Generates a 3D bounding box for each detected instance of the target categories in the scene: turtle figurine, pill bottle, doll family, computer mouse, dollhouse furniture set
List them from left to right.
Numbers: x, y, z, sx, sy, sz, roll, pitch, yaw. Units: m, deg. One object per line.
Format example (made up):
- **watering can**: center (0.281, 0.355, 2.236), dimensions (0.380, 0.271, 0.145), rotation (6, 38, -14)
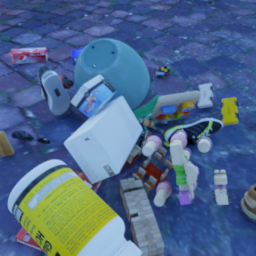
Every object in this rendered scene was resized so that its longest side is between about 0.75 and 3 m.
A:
- **computer mouse**: center (-3.191, 0.295, 9.212), dimensions (1.875, 0.550, 0.319), rotation (7, 81, 34)
- **pill bottle**: center (-1.161, 2.208, 6.256), dimensions (2.896, 1.628, 1.628), rotation (40, 53, 18)
- **dollhouse furniture set**: center (0.551, 1.195, 8.547), dimensions (1.403, 0.730, 1.418), rotation (36, 52, 20)
- **turtle figurine**: center (0.762, -0.144, 9.901), dimensions (1.171, 0.877, 0.590), rotation (10, 27, -1)
- **doll family**: center (1.633, -2.576, 12.965), dimensions (0.621, 0.421, 1.074), rotation (12, 47, 8)

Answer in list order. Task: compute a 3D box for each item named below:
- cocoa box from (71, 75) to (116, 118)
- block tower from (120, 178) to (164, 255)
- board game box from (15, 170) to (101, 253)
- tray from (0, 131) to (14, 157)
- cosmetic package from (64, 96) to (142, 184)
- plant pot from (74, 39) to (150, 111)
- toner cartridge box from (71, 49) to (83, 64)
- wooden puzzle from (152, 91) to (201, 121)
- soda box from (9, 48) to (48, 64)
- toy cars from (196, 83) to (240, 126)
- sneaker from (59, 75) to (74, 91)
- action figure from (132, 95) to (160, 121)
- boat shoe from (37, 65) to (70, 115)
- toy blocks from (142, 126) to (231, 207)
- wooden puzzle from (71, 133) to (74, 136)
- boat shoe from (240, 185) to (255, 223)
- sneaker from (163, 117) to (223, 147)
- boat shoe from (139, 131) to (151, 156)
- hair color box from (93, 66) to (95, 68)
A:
- **cocoa box**: center (-1.023, -0.971, 8.550), dimensions (0.762, 0.775, 1.162), rotation (42, 32, -3)
- **block tower**: center (0.315, 2.300, 7.173), dimensions (0.593, 0.634, 2.194), rotation (-10, 43, -11)
- **board game box**: center (-1.789, 2.167, 7.617), dimensions (1.241, 0.234, 2.411), rotation (14, 43, 14)
- **tray**: center (-4.023, 0.527, 8.982), dimensions (0.403, 0.817, 0.151), rotation (-13, 27, 3)
- **cosmetic package**: center (-0.586, 0.228, 8.267), dimensions (1.027, 1.411, 2.775), rotation (-26, 13, 27)
- **plant pot**: center (-0.770, -2.096, 10.315), dimensions (2.907, 1.958, 2.907), rotation (-4, 68, 11)
- **toner cartridge box**: center (-1.932, -3.679, 14.202), dimensions (1.821, 0.393, 0.865), rotation (-8, 43, -8)
- **wooden puzzle**: center (1.639, -0.618, 9.833), dimensions (1.516, 1.637, 0.379), rotation (-9, 65, -11)
- **soda box**: center (-4.953, -3.616, 14.014), dimensions (1.733, 0.550, 0.607), rotation (-4, 41, -5)
- **toy cars**: center (3.395, -0.833, 10.650), dimensions (1.149, 0.567, 2.562), rotation (-36, 41, -5)
- **sneaker**: center (-2.592, -1.630, 10.939), dimensions (0.828, 0.599, 1.694), rotation (-53, 22, -7)
- **action figure**: center (0.680, -0.560, 10.573), dimensions (1.709, 0.467, 1.010), rotation (-27, 48, -18)
- **boat shoe**: center (-2.728, -1.320, 10.044), dimensions (0.830, 2.248, 0.768), rotation (-36, 65, -13)
- **toy blocks**: center (1.610, 0.967, 7.576), dimensions (1.971, 1.842, 1.659), rotation (-9, 10, 21)
- **wooden puzzle**: center (-1.517, 0.402, 9.707), dimensions (0.832, 0.168, 0.900), rotation (-10, 39, -10)
- **boat shoe**: center (4.334, 2.001, 7.126), dimensions (2.673, 0.987, 1.011), rotation (4, 35, 8)
- **sneaker**: center (2.239, 0.290, 9.478), dimensions (2.122, 0.761, 0.879), rotation (-12, 47, -1)
- **boat shoe**: center (0.625, 0.553, 9.374), dimensions (0.431, 0.441, 1.167), rotation (27, 38, -3)
- **hair color box**: center (-1.172, -3.024, 13.485), dimensions (0.620, 0.357, 1.118), rotation (15, 42, 16)
